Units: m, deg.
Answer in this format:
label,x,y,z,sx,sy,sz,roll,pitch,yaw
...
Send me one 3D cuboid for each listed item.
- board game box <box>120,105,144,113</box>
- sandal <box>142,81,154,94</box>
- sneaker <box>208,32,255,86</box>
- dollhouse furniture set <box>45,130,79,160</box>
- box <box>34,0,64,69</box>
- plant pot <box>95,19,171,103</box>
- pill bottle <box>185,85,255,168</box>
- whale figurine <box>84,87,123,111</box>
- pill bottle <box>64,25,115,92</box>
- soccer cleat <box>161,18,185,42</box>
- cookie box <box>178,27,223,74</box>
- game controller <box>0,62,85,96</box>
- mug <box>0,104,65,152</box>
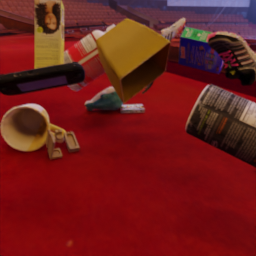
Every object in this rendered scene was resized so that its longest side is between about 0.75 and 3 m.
label,x,y,z,sx,sy,sz,roll,pitch,yaw
board game box,0.188,-0.913,13.383,1.106,0.191,0.698,-2,23,-5
sandal,0.858,-1.947,11.642,0.345,1.210,0.481,31,29,9
sneaker,2.881,-1.802,7.587,1.990,0.871,0.734,29,-14,-26
dollhouse furniture set,-2.174,0.350,9.427,1.045,0.852,0.994,-7,49,-29
box,-2.703,-3.046,9.630,0.940,2.497,0.626,-1,3,-4
plant pot,0.013,-2.418,9.653,2.038,2.038,1.797,-39,76,-9
pill bottle,2.523,0.075,5.994,2.327,1.236,1.236,29,33,18
whale figurine,-1.071,-1.178,13.203,1.887,0.979,1.501,-23,-13,-6
pill bottle,-1.465,-2.918,11.570,2.906,1.631,1.631,-32,25,6
soccer cleat,1.797,-4.119,12.079,0.680,1.597,0.548,28,33,-28
cookie box,2.423,-2.513,9.149,1.431,1.224,0.538,19,62,19
game controller,-1.981,-1.091,6.486,1.979,0.417,1.032,-12,-15,-9
mug,-3.487,-0.009,10.286,1.606,2.005,1.646,-35,18,1
